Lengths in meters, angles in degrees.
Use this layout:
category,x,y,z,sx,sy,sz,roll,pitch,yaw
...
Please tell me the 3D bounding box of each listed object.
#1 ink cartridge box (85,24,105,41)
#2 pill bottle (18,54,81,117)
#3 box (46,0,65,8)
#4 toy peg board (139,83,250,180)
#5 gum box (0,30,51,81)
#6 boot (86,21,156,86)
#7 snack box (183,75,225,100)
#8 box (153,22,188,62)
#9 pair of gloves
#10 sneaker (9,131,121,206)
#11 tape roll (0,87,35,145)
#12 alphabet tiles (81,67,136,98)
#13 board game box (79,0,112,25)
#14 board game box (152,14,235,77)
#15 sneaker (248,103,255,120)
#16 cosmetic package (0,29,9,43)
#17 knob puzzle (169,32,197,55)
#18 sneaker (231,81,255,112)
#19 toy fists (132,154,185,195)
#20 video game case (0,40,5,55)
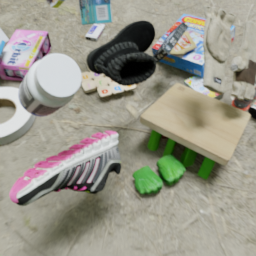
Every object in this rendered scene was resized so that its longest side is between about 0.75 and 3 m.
category,x,y,z,sx,sy,sz,roll,pitch,yaw
ink cartridge box,-1.522,-4.507,13.135,0.551,0.216,1.164,14,56,12
pill bottle,-1.522,-0.779,5.363,0.917,1.612,0.917,5,81,-29
box,-2.855,-5.074,9.209,2.106,0.793,0.528,51,23,-9
toy peg board,2.090,0.103,9.099,2.746,1.343,2.735,28,42,18
gum box,-4.254,-2.971,11.547,1.407,0.820,2.479,5,52,4
boot,0.197,-1.864,6.902,2.249,0.846,1.681,-40,35,-16
snack box,2.881,-1.485,10.697,0.917,0.342,1.289,-26,55,-20
box,1.422,-2.917,9.617,0.275,1.012,1.263,38,78,-12
pair of gloves,2.938,-2.012,7.945,2.739,2.329,0.480,4,0,-40
sneaker,-1.138,1.072,6.147,2.741,1.199,1.011,-29,15,-38
tape roll,-4.515,-0.458,9.840,2.425,0.443,2.425,0,53,1
alphabet tiles,-0.714,-2.056,11.188,2.397,0.175,2.344,-16,47,-12
board game box,-1.141,-4.257,8.934,0.553,1.779,2.357,-11,22,-15
board game box,2.654,-3.458,11.509,2.442,0.682,2.391,29,69,32
sneaker,5.086,-0.382,9.675,0.805,0.606,1.721,-37,58,-19
cosmetic package,-5.988,-3.444,11.435,1.524,0.937,1.519,-1,40,49
knob puzzle,1.941,-3.217,11.005,1.340,0.186,1.340,-8,54,12
sneaker,4.517,-1.456,10.362,0.791,0.841,2.053,24,56,18
toy fists,0.938,1.450,8.324,1.581,0.544,0.806,-23,48,-15
video game case,-5.326,-2.489,10.870,0.149,1.678,1.201,29,42,-35
